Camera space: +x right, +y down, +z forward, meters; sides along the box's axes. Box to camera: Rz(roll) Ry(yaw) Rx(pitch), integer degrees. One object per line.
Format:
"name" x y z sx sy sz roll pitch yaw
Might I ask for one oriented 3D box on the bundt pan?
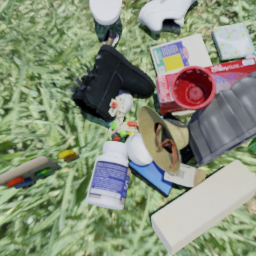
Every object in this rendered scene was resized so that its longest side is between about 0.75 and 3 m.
"bundt pan" 2.610 -0.303 6.406 3.028 3.028 1.136 -26 74 -9

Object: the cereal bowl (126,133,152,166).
"cereal bowl" 0.236 0.573 7.055 0.352 0.845 0.845 -32 67 35

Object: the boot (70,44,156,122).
"boot" -0.360 -1.007 7.768 2.212 0.819 1.813 35 68 -30

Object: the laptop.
"laptop" 1.034 0.696 7.306 1.435 0.836 1.619 40 109 -12

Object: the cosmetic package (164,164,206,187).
"cosmetic package" 1.462 1.185 7.049 0.685 1.302 0.463 12 85 28

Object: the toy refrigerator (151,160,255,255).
"toy refrigerator" 1.835 1.882 6.817 2.581 0.980 0.903 -30 58 -12

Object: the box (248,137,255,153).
"box" 4.310 0.326 7.814 1.189 0.651 1.347 37 74 11

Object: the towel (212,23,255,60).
"towel" 3.390 -2.802 9.095 1.079 0.304 1.261 -11 68 0

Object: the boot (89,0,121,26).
"boot" -0.750 -4.031 9.005 0.970 1.205 2.667 -5 65 -3

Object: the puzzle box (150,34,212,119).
"puzzle box" 1.763 -1.581 8.535 1.650 0.315 2.481 -15 72 5

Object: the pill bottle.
"pill bottle" -0.445 1.226 7.320 0.975 0.975 1.629 11 71 4

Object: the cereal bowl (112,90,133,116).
"cereal bowl" -0.320 -0.845 8.385 0.922 0.384 0.922 0 71 0

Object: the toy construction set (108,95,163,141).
"toy construction set" 0.127 -0.150 7.573 1.160 1.769 0.815 -37 47 31

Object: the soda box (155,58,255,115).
"soda box" 2.120 -1.106 7.672 2.650 0.928 0.840 -9 72 6

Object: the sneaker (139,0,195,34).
"sneaker" 1.585 -3.806 9.211 2.378 0.927 1.182 -34 77 -6

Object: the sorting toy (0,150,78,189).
"sorting toy" -2.226 1.073 7.114 1.956 1.457 0.262 -25 76 -8

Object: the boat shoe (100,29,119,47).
"boat shoe" -0.692 -2.588 8.880 0.382 0.461 1.284 35 61 -28

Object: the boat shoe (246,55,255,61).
"boat shoe" 3.890 -1.976 8.514 0.767 0.252 0.276 20 87 -5

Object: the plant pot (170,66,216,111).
"plant pot" 1.260 -0.698 5.338 0.805 0.733 0.805 -2 84 18

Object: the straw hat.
"straw hat" 0.973 0.175 6.482 0.748 1.768 1.768 -23 72 -18
